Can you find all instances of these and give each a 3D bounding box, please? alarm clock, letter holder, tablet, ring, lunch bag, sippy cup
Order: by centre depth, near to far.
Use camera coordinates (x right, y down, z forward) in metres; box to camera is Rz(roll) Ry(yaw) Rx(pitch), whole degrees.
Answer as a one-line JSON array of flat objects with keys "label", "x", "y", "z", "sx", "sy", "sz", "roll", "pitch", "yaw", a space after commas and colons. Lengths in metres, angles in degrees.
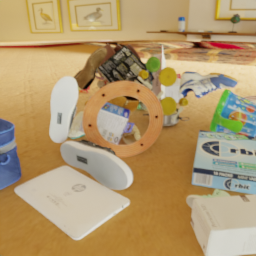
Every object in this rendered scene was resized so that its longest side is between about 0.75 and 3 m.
[{"label": "tablet", "x": -1.465, "y": 1.708, "z": 7.099, "sx": 2.654, "sy": 0.181, "sz": 1.727, "roll": 19, "pitch": 29, "yaw": 38}, {"label": "lunch bag", "x": -4.325, "y": 0.566, "z": 7.540, "sx": 2.899, "sy": 1.918, "sz": 1.970, "roll": 13, "pitch": 26, "yaw": 31}, {"label": "ring", "x": -0.151, "y": -0.231, "z": 8.709, "sx": 2.528, "sy": 2.528, "sz": 0.243, "roll": -3, "pitch": 23, "yaw": -7}, {"label": "alarm clock", "x": 0.309, "y": -1.334, "z": 10.260, "sx": 1.106, "sy": 0.546, "sz": 1.639, "roll": -12, "pitch": -19, "yaw": -7}, {"label": "sippy cup", "x": 4.147, "y": -0.426, "z": 10.541, "sx": 1.621, "sy": 1.736, "sz": 2.211, "roll": 22, "pitch": 62, "yaw": 20}, {"label": "alarm clock", "x": 1.663, "y": -0.459, "z": 11.640, "sx": 1.862, "sy": 0.620, "sz": 1.256, "roll": 10, "pitch": 24, "yaw": 34}, {"label": "letter holder", "x": -0.430, "y": -3.515, "z": 14.475, "sx": 1.177, "sy": 1.664, "sz": 2.341, "roll": 25, "pitch": 28, "yaw": -39}]

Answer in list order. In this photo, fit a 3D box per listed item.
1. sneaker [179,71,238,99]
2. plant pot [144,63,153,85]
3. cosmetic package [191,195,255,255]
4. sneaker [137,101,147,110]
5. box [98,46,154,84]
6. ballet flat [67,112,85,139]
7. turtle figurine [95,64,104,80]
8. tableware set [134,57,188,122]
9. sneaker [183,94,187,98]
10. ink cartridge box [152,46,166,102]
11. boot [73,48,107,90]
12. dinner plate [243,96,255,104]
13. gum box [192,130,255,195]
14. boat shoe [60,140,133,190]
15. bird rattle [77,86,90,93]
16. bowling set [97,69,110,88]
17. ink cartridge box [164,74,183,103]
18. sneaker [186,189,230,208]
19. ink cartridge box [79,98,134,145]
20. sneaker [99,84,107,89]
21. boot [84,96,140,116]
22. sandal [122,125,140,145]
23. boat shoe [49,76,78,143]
[{"label": "sneaker", "x": 2.385, "y": -1.232, "z": 8.479, "sx": 1.776, "sy": 0.783, "sz": 0.668, "roll": 11, "pitch": -5, "yaw": 40}, {"label": "plant pot", "x": 1.042, "y": -2.464, "z": 13.208, "sx": 1.126, "sy": 0.758, "sz": 1.126, "roll": 16, "pitch": -7, "yaw": 2}, {"label": "cosmetic package", "x": 2.425, "y": 1.959, "z": 5.768, "sx": 2.013, "sy": 0.745, "sz": 1.023, "roll": -2, "pitch": 22, "yaw": -7}, {"label": "sneaker", "x": 0.423, "y": -1.042, "z": 13.431, "sx": 0.571, "sy": 0.496, "sz": 1.289, "roll": -30, "pitch": 29, "yaw": -34}, {"label": "box", "x": -0.109, "y": -2.199, "z": 11.284, "sx": 1.495, "sy": 0.786, "sz": 1.825, "roll": -40, "pitch": 54, "yaw": 1}, {"label": "ballet flat", "x": -1.649, "y": -0.388, "z": 11.299, "sx": 0.900, "sy": 0.900, "sz": 2.507, "roll": 12, "pitch": 26, "yaw": 27}, {"label": "turtle figurine", "x": -1.100, "y": -4.057, "z": 19.011, "sx": 2.302, "sy": 1.657, "sz": 2.232, "roll": -17, "pitch": 33, "yaw": -24}, {"label": "tableware set", "x": 1.120, "y": -1.247, "z": 8.934, "sx": 1.979, "sy": 1.333, "sz": 0.304, "roll": 38, "pitch": 1, "yaw": -18}, {"label": "sneaker", "x": 2.757, "y": -1.702, "z": 14.969, "sx": 0.441, "sy": 0.397, "sz": 1.133, "roll": 8, "pitch": 21, "yaw": 36}, {"label": "ink cartridge box", "x": 1.202, "y": -1.963, "z": 11.210, "sx": 0.472, "sy": 2.110, "sz": 1.859, "roll": 1, "pitch": -10, "yaw": 12}, {"label": "boot", "x": -1.376, "y": -2.296, "z": 11.077, "sx": 0.707, "sy": 1.874, "sz": 0.690, "roll": 51, "pitch": 19, "yaw": 29}, {"label": "dinner plate", "x": 6.783, "y": -1.152, "z": 13.805, "sx": 2.395, "sy": 0.290, "sz": 2.395, "roll": 0, "pitch": 22, "yaw": 0}, {"label": "gum box", "x": 3.185, "y": 0.938, "z": 8.380, "sx": 2.289, "sy": 0.600, "sz": 2.694, "roll": 6, "pitch": 23, "yaw": 15}, {"label": "boat shoe", "x": -0.803, "y": 0.928, "z": 8.121, "sx": 2.781, "sy": 0.972, "sz": 0.921, "roll": 13, "pitch": 23, "yaw": 40}, {"label": "bird rattle", "x": -2.736, "y": -2.296, "z": 16.311, "sx": 1.007, "sy": 0.567, "sz": 0.821, "roll": -4, "pitch": 7, "yaw": -17}, {"label": "bowling set", "x": -0.692, "y": -1.930, "z": 13.082, "sx": 1.185, "sy": 2.207, "sz": 1.536, "roll": -28, "pitch": 50, "yaw": -15}, {"label": "ink cartridge box", "x": 1.570, "y": -1.973, "z": 14.289, "sx": 2.342, "sy": 1.003, "sz": 1.729, "roll": -5, "pitch": 30, "yaw": 11}, {"label": "sneaker", "x": 1.949, "y": 1.724, "z": 6.733, "sx": 1.104, "sy": 0.406, "sz": 0.651, "roll": 13, "pitch": 30, "yaw": 6}, {"label": "ink cartridge box", "x": -0.682, "y": -0.188, "z": 9.562, "sx": 1.728, "sy": 1.179, "sz": 0.660, "roll": 20, "pitch": 34, "yaw": -4}, {"label": "sneaker", "x": -0.807, "y": -1.437, "z": 10.938, "sx": 0.512, "sy": 0.544, "sz": 1.328, "roll": 14, "pitch": 13, "yaw": 9}, {"label": "boot", "x": -0.567, "y": -0.963, "z": 9.746, "sx": 1.862, "sy": 1.333, "sz": 0.655, "roll": 9, "pitch": 64, "yaw": -7}, {"label": "sandal", "x": 0.061, "y": 0.132, "z": 10.306, "sx": 0.669, "sy": 0.600, "sz": 1.824, "roll": -10, "pitch": 25, "yaw": -23}, {"label": "boat shoe", "x": -1.973, "y": -0.608, "z": 8.799, "sx": 0.778, "sy": 2.168, "sz": 0.735, "roll": 12, "pitch": 22, "yaw": 0}]
